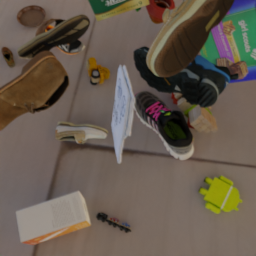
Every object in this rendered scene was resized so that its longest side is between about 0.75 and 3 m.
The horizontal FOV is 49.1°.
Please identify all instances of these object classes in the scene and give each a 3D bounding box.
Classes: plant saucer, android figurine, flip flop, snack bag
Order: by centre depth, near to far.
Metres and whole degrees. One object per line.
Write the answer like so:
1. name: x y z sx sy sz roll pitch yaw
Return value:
1. snack bag: -0.127 -0.255 5.382 0.161 1.508 1.422 2 33 -11
2. flip flop: -2.038 -2.491 7.396 2.177 0.883 0.627 -19 85 20
3. android figurine: 2.674 1.932 8.077 1.196 0.246 1.089 28 67 13
4. plant saucer: -3.812 -4.378 11.094 1.146 0.197 1.146 0 64 -1

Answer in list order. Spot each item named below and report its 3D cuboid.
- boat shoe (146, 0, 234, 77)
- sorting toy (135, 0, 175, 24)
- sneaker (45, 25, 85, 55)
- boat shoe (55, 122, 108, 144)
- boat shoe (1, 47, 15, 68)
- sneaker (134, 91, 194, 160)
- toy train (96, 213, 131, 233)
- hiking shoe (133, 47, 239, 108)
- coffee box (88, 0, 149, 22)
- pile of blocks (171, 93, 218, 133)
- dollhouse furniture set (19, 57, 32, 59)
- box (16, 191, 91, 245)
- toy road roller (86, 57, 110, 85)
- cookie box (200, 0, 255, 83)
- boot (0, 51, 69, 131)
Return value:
1. boat shoe: 1.210 -2.283 6.261 1.108 1.043 2.909 28 66 33
2. sorting toy: 0.806 -4.290 9.420 1.241 0.848 2.066 -5 66 -13
3. sneaker: -2.420 -3.260 10.306 1.734 0.670 0.679 22 65 8
4. boat shoe: -1.466 0.219 8.725 1.662 0.621 0.568 5 66 14
5. boat shoe: -4.386 -2.656 10.201 0.347 0.328 0.965 -29 68 -13
6. sneaker: 1.112 -0.286 8.610 0.986 1.169 2.672 -31 68 -14
7. toy train: -0.385 2.624 7.797 1.059 0.181 0.243 21 54 10
8. hiking shoe: 1.329 -1.467 7.286 2.718 1.011 1.178 35 59 29
9. coffee box: -0.571 -4.484 7.578 1.759 2.861 0.629 -13 51 9
10. pile of blocks: 1.983 -0.852 9.207 0.851 1.124 2.737 -37 51 30
11. dollhouse furniture set: -3.466 -2.334 10.202 0.881 0.698 0.625 11 106 29
12. box: -1.925 2.403 7.416 1.649 1.026 0.804 -17 66 -8
13. toy road roller: -1.033 -1.980 9.771 0.683 0.575 0.936 -11 70 -19
14. cookie box: 3.222 -2.415 7.202 2.652 2.269 0.997 -3 30 39
15. boot: -2.638 -0.673 7.153 2.692 0.991 1.016 -43 78 7
